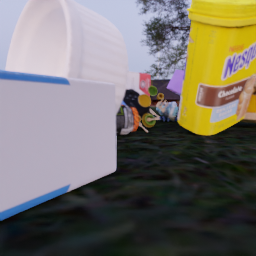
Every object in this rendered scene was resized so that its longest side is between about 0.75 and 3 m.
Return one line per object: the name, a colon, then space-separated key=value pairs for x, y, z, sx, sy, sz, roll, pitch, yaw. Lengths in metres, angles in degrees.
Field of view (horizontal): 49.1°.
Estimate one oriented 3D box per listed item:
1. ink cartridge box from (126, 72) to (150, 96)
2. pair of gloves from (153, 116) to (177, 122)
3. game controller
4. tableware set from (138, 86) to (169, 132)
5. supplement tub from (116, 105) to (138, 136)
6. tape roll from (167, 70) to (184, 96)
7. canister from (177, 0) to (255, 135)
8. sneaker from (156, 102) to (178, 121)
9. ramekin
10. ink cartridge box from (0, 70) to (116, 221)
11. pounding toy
ink cartridge box: x=-0.531 y=-1.471 z=12.573 sx=2.887 sy=2.119 sz=1.196 roll=0 pitch=6 yaw=-32
pair of gloves: x=1.231 y=-0.415 z=11.897 sx=1.669 sy=0.190 sz=1.342 roll=4 pitch=3 yaw=0
game controller: x=-0.912 y=-0.548 z=7.942 sx=2.965 sy=0.624 sz=1.547 roll=-10 pitch=27 yaw=-18
tableware set: x=0.562 y=-0.538 z=7.409 sx=0.796 sy=1.182 sz=0.181 roll=41 pitch=-23 yaw=-6
supplement tub: x=-0.424 y=-0.183 z=6.639 sx=1.222 sy=0.749 sz=0.749 roll=-1 pitch=5 yaw=-19
tape roll: x=2.558 y=-1.227 z=9.898 sx=2.300 sy=0.754 sz=2.300 roll=26 pitch=10 yaw=-5
canister: x=2.261 y=-1.489 z=6.659 sx=2.178 sy=2.933 sz=1.269 roll=-23 pitch=39 yaw=-34
sneaker: x=1.562 y=-0.827 z=11.506 sx=0.769 sy=0.692 sz=1.782 roll=20 pitch=9 yaw=-1
ramekin: x=-1.282 y=-1.058 z=5.528 sx=1.384 sy=2.840 sz=2.840 roll=6 pitch=0 yaw=-42
ink cartridge box: x=-1.605 y=0.014 z=2.882 sx=2.460 sy=1.036 sz=1.779 roll=3 pitch=6 yaw=27
pounding toy: x=4.119 y=-1.084 z=8.547 sx=2.798 sy=2.576 sz=1.989 roll=7 pitch=0 yaw=32
